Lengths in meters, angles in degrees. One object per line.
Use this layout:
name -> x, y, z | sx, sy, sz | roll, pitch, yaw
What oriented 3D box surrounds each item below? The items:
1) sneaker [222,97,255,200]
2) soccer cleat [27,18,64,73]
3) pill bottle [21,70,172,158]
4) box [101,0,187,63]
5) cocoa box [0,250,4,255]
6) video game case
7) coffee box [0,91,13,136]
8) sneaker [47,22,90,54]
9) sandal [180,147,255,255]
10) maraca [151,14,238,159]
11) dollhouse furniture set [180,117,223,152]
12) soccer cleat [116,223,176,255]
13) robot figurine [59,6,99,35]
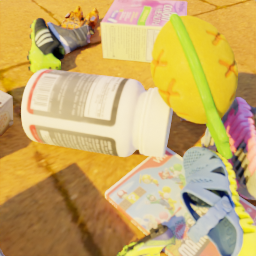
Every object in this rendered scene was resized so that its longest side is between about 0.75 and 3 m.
sneaker -> 2.899, 0.421, 6.144 | 1.305, 1.081, 2.737 | 20, 45, -5
soccer cleat -> -2.792, -2.831, 9.627 | 1.141, 0.951, 2.816 | -2, 50, -13
pill bottle -> -0.583, -0.295, 6.193 | 2.994, 1.705, 1.705 | 9, 44, 11
box -> 0.637, -3.513, 9.963 | 2.700, 1.305, 2.375 | 8, 44, 8
cocoa box -> -2.534, 2.160, 3.818 | 1.545, 1.520, 2.316 | -28, 50, -27
video game case -> 1.088, 1.537, 5.428 | 2.589, 0.226, 1.851 | 34, 53, 31
coffee box -> -3.477, 0.008, 6.367 | 0.722, 1.036, 1.812 | 25, 46, 3
sneaker -> -2.141, -3.495, 10.324 | 1.274, 0.670, 1.763 | -31, 60, -15
sandal -> 1.333, 1.143, 4.808 | 1.001, 0.914, 2.299 | 14, 32, -17
maraca -> 1.210, -0.714, 4.792 | 1.370, 2.561, 1.756 | -21, -3, 15
dollhouse furniture set -> 1.709, -0.304, 6.565 | 0.921, 1.332, 1.411 | 11, 33, 11
soccer cleat -> 0.275, 2.060, 4.644 | 1.139, 0.368, 0.476 | -34, 93, 1
robot figurine -> -1.976, -4.189, 11.179 | 1.513, 0.608, 2.087 | 10, 44, 8
